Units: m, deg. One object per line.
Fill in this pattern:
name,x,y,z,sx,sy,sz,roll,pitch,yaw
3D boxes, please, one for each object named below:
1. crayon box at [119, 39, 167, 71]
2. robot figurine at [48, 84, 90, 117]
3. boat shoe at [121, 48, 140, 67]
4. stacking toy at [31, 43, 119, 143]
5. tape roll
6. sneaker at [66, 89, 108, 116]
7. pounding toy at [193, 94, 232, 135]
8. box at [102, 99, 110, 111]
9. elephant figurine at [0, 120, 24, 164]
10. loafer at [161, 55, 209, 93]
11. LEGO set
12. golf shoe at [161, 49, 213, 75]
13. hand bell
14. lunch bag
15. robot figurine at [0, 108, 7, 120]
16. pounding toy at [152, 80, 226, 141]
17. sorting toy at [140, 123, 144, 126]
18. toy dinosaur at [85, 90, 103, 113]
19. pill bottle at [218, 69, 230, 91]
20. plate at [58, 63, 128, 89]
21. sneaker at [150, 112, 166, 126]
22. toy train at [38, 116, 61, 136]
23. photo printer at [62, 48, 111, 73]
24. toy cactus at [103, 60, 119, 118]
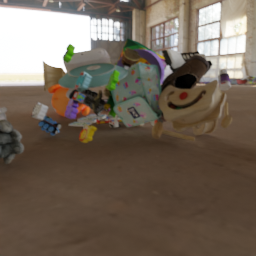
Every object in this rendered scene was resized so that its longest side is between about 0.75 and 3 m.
crayon box,0.319,-2.380,13.278,0.846,2.903,2.505,6,28,-39
robot figurine,-3.003,-1.435,14.423,1.582,1.952,2.713,-17,11,6
boat shoe,0.059,-2.466,10.119,0.609,0.571,1.691,22,21,-8
stacking toy,-1.308,-0.855,7.276,1.636,2.170,0.510,27,-6,-37
tape roll,0.487,-2.221,11.392,1.891,1.891,0.803,4,15,17
sneaker,-1.780,-1.248,12.934,1.253,0.831,2.202,43,17,26
pounding toy,2.866,-0.451,10.138,1.183,1.179,2.062,-7,39,-27
box,-0.569,-1.421,17.106,2.098,0.530,2.934,-5,11,-25
elephant figurine,-3.316,0.546,6.260,1.312,1.197,1.691,-26,12,35
loafer,1.735,-1.496,9.845,0.944,2.586,0.918,35,56,-2
LEGO set,-0.916,-0.467,12.162,2.745,0.674,2.051,4,15,22
golf shoe,2.221,-2.526,10.405,1.152,0.948,2.438,-33,-29,34
hand bell,-2.434,-2.316,12.270,2.500,1.302,1.302,-5,12,-16
lunch bag,0.316,-1.063,9.834,1.183,1.941,1.653,-3,-10,-44
robot figurine,-5.195,-0.306,10.592,1.345,0.896,1.586,-34,12,2
pounding toy,1.908,-0.538,8.948,2.501,1.430,1.434,-19,-43,32
sorting toy,0.405,-0.704,11.741,1.330,1.197,0.711,11,5,39
toy dinosaur,-1.498,-1.102,11.932,0.623,1.414,0.336,18,54,-8
pill bottle,3.643,-1.841,10.644,0.418,0.750,0.418,3,-25,1
plate,-1.157,-1.783,9.140,2.301,0.294,2.301,-7,27,3
sneaker,1.078,-0.966,10.549,0.770,1.880,0.724,-10,-21,1
toy train,-2.782,-0.084,9.946,0.861,0.373,0.492,24,61,22
photo printer,-1.850,-2.849,13.051,2.113,0.734,1.758,-11,-24,-5
toy cactus,-0.603,-1.731,12.949,1.321,2.583,2.131,-5,6,-19
